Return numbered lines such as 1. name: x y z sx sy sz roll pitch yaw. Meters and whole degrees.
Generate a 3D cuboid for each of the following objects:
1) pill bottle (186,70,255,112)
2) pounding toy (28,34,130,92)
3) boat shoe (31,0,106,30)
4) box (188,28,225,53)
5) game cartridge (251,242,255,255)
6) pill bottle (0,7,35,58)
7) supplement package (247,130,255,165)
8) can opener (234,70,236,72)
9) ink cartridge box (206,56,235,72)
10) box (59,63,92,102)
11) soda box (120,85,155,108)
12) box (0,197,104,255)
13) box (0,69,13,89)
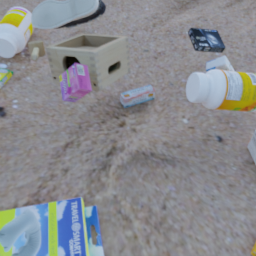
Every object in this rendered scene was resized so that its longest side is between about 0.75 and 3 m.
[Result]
1. pill bottle: 2.777 -1.078 8.084 2.034 1.130 1.130 3 46 -15
2. pounding toy: -1.792 -1.921 8.495 2.831 1.295 2.488 13 35 28
3. boat shoe: -2.086 -3.951 9.659 2.765 1.022 0.834 -8 -1 24
4. box: 2.969 -3.319 10.628 1.219 0.265 0.976 -1 60 -18
5. game cartridge: 4.274 3.103 7.070 1.809 0.293 1.595 32 55 23
6. pill bottle: -5.433 -4.494 13.268 1.425 1.425 2.733 2 47 1
7. supplement package: 4.696 0.909 8.632 1.271 0.905 1.632 -4 48 -3
8. can opener: 4.277 -2.107 11.765 0.454 0.563 1.433 18 40 26
9. ink cartridge box: 2.893 -1.747 8.714 0.626 0.858 0.361 -15 50 36
10. box: -1.374 -1.150 7.239 0.392 0.812 0.714 2 72 -43
11. soda box: 0.369 -1.237 10.927 1.344 0.460 0.427 -18 50 -16
12. box: -2.153 2.838 7.020 2.911 0.694 1.775 -9 49 -7
13. box: -5.563 -2.070 11.786 0.853 0.352 1.455 11 47 10
